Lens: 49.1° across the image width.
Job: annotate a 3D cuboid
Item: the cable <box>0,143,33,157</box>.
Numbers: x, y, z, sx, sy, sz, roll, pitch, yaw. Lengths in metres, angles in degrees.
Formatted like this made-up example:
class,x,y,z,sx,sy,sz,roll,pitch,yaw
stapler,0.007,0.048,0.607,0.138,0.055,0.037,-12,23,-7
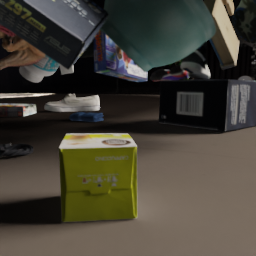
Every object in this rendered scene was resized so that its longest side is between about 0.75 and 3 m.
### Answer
class,x,y,z,sx,sy,sz,roll,pitch,yaw
cable,-2.251,0.463,5.509,0.653,0.203,0.800,5,7,0

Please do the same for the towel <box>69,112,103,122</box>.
class,x,y,z,sx,sy,sz,roll,pitch,yaw
towel,-1.615,-0.433,10.794,1.228,0.298,0.686,5,11,28

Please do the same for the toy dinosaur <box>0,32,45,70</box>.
class,x,y,z,sx,sy,sz,roll,pitch,yaw
toy dinosaur,-2.397,-2.529,7.297,1.257,2.929,1.985,20,-2,25

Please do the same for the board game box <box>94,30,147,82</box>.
class,x,y,z,sx,sy,sz,roll,pitch,yaw
board game box,-0.174,-2.790,10.082,0.497,1.951,2.883,-1,0,31

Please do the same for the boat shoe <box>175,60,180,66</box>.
class,x,y,z,sx,sy,sz,roll,pitch,yaw
boat shoe,2.342,-2.976,12.944,0.239,0.283,0.793,22,27,-36

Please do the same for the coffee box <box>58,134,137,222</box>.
class,x,y,z,sx,sy,sz,roll,pitch,yaw
coffee box,-0.329,0.505,3.146,0.784,0.785,0.776,-1,9,-7

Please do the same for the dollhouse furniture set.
class,x,y,z,sx,sy,sz,roll,pitch,yaw
dollhouse furniture set,1.986,-3.058,9.391,2.822,1.841,2.664,-9,43,38

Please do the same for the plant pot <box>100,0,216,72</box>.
class,x,y,z,sx,sy,sz,roll,pitch,yaw
plant pot,0.448,-2.484,6.654,2.676,1.793,2.676,43,11,-10

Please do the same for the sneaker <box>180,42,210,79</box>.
class,x,y,z,sx,sy,sz,roll,pitch,yaw
sneaker,2.376,-2.362,9.330,0.795,1.217,2.176,11,3,23

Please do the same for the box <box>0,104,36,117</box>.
class,x,y,z,sx,sy,sz,roll,pitch,yaw
box,-5.606,-0.812,12.641,2.396,0.478,1.641,0,9,0

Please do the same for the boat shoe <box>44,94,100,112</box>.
class,x,y,z,sx,sy,sz,roll,pitch,yaw
boat shoe,-2.885,-1.336,14.543,2.814,0.925,1.012,-1,9,-8

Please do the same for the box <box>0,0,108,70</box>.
class,x,y,z,sx,sy,sz,roll,pitch,yaw
box,-1.699,-2.341,4.956,2.551,0.651,2.012,33,34,-13

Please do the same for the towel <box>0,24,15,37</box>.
class,x,y,z,sx,sy,sz,roll,pitch,yaw
towel,-2.933,-2.561,5.980,1.023,0.162,1.420,20,34,-39

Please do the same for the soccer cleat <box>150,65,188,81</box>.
class,x,y,z,sx,sy,sz,roll,pitch,yaw
soccer cleat,1.549,-1.957,10.646,1.540,0.525,0.564,-7,-36,39

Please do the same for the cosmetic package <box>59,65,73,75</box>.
class,x,y,z,sx,sy,sz,roll,pitch,yaw
cosmetic package,-2.766,-3.112,12.194,0.568,1.339,0.720,-11,35,-6

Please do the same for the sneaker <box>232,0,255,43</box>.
class,x,y,z,sx,sy,sz,roll,pitch,yaw
sneaker,3.141,-3.266,6.268,1.097,1.213,2.848,44,-7,20

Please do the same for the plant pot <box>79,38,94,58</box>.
class,x,y,z,sx,sy,sz,roll,pitch,yaw
plant pot,-1.762,-3.857,11.681,1.557,1.751,1.755,-19,27,3

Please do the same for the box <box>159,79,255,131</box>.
class,x,y,z,sx,sy,sz,roll,pitch,yaw
box,2.858,-0.867,9.600,2.625,1.541,2.582,-6,11,-42

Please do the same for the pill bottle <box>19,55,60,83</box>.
class,x,y,z,sx,sy,sz,roll,pitch,yaw
pill bottle,-2.793,-2.690,9.490,1.323,2.387,1.323,31,30,-20

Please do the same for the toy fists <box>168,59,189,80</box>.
class,x,y,z,sx,sy,sz,roll,pitch,yaw
toy fists,2.292,-3.023,12.234,1.890,0.963,0.650,40,-2,-5
